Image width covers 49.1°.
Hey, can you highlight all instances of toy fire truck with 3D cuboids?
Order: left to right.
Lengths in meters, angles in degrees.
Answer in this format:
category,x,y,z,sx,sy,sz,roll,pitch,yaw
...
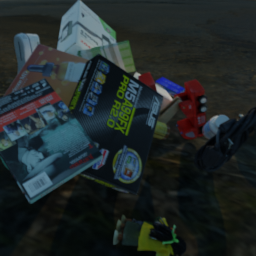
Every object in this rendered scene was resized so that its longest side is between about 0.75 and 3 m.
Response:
category,x,y,z,sx,sy,sz,roll,pitch,yaw
toy fire truck,1.324,-0.539,7.999,1.766,2.505,0.611,-17,41,-1

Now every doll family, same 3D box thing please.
category,x,y,z,sx,sy,sz,roll,pitch,yaw
doll family,0.361,2.286,4.729,1.380,0.937,2.388,10,37,8

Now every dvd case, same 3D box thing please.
category,x,y,z,sx,sy,sz,roll,pitch,yaw
dvd case,-1.568,0.119,4.898,1.422,0.214,1.948,-32,71,-25

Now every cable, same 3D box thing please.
category,x,y,z,sx,sy,sz,roll,pitch,yaw
cable,2.184,0.259,6.110,1.679,2.057,0.523,-37,65,-17

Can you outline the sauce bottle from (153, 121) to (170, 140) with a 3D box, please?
category,x,y,z,sx,sy,sz,roll,pitch,yaw
sauce bottle,0.439,-0.065,7.463,1.426,0.471,0.471,19,23,-26

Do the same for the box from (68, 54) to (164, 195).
category,x,y,z,sx,sy,sz,roll,pitch,yaw
box,-0.363,-0.045,6.102,0.546,1.977,2.468,-14,53,55

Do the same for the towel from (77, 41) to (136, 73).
category,x,y,z,sx,sy,sz,roll,pitch,yaw
towel,-0.600,-1.898,7.980,1.478,1.103,0.227,-11,53,6

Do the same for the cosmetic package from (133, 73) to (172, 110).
category,x,y,z,sx,sy,sz,roll,pitch,yaw
cosmetic package,0.646,-0.971,8.761,1.258,0.773,1.254,27,20,-20

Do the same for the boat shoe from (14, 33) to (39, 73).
category,x,y,z,sx,sy,sz,roll,pitch,yaw
boat shoe,-2.795,-1.684,8.223,0.768,2.089,0.697,29,36,32

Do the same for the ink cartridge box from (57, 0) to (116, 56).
category,x,y,z,sx,sy,sz,roll,pitch,yaw
ink cartridge box,-1.281,-2.642,9.010,0.992,1.718,2.361,-31,45,30

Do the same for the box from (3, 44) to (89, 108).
category,x,y,z,sx,sy,sz,roll,pitch,yaw
box,-1.530,-0.735,7.350,2.546,1.354,1.939,19,68,9

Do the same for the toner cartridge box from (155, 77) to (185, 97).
category,x,y,z,sx,sy,sz,roll,pitch,yaw
toner cartridge box,1.645,-1.610,11.170,1.099,0.237,0.522,34,49,25

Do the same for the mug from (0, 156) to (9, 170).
category,x,y,z,sx,sy,sz,roll,pitch,yaw
mug,-2.247,0.592,6.498,1.147,1.396,0.863,-53,27,-10

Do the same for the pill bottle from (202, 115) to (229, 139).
category,x,y,z,sx,sy,sz,roll,pitch,yaw
pill bottle,2.175,-0.016,6.904,0.467,0.858,0.467,1,74,-3
